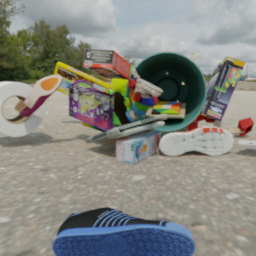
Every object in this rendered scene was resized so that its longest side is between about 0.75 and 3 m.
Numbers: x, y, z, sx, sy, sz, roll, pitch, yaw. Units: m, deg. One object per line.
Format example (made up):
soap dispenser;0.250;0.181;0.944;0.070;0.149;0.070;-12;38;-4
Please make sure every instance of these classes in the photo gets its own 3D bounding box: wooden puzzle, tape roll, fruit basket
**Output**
wooden puzzle;1.537;-0.762;11.309;1.501;0.302;1.623;2;24;14
tape roll;-4.228;-0.716;10.259;1.941;1.941;1.333;-8;12;-35
fruit basket;-0.049;-1.450;13.044;2.076;2.878;2.878;28;5;-13

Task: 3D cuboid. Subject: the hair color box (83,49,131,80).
hair color box;-0.611;-1.988;8.945;0.949;0.572;1.869;8;1;17

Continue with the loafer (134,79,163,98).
loafer;0.540;-1.039;7.999;0.555;0.486;1.545;21;12;-20

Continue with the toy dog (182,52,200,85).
toy dog;2.768;-2.213;13.847;1.370;2.844;1.876;43;-11;-7

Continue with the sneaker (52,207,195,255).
sneaker;-0.062;1.491;4.069;1.961;0.688;0.764;0;18;5

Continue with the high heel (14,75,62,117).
high heel;-2.944;-1.055;9.549;0.632;1.876;0.900;44;-7;7

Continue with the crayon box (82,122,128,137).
crayon box;-0.879;-0.030;11.313;1.300;0.439;1.506;16;1;31

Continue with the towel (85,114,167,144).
towel;-0.039;0.101;9.362;2.221;0.384;2.139;-18;0;-38

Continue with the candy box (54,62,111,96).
candy box;-2.319;-1.995;13.602;2.734;1.397;0.361;24;33;-4

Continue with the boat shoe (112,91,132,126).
boat shoe;-0.329;-0.709;10.793;0.603;1.648;0.534;-25;32;-11

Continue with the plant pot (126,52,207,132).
plant pot;1.511;-1.465;11.104;2.860;2.860;2.295;2;11;9

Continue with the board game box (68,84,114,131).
board game box;-1.368;-0.767;10.028;2.107;1.264;0.340;19;30;36

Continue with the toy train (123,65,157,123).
toy train;0.210;-1.195;9.838;0.818;1.119;1.933;10;42;-31

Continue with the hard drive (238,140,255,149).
hard drive;4.135;0.555;9.096;0.753;0.152;1.141;2;-7;37

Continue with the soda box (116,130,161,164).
soda box;0.396;0.555;9.086;0.708;0.658;2.070;6;13;28

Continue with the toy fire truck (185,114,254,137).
toy fire truck;3.722;-0.231;11.910;2.550;0.622;1.798;-19;55;-2

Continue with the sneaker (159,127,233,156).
sneaker;2.198;0.396;9.352;2.486;0.958;1.018;0;4;-5

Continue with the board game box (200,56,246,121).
board game box;3.376;-1.371;10.457;0.720;2.098;2.538;20;8;8
